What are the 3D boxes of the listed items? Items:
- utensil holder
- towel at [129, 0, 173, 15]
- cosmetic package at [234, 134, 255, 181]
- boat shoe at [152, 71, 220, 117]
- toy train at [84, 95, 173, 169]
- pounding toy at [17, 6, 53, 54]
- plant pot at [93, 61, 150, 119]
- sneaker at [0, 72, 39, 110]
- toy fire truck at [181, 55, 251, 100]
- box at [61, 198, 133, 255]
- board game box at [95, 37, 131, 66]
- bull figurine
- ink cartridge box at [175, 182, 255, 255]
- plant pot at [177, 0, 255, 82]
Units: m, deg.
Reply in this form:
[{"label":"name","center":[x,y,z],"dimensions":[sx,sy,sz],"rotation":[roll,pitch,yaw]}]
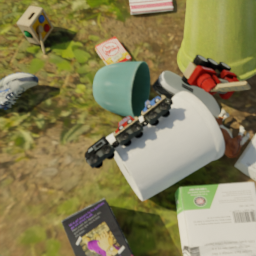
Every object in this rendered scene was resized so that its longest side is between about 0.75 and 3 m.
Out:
[{"label":"utensil holder","center":[0.968,0.535,7.920],"dimensions":[2.577,2.190,2.190],"rotation":[-30,70,-9]},{"label":"towel","center":[0.808,-5.622,11.500],"dimensions":[1.734,0.354,2.369],"rotation":[-7,70,-3]},{"label":"cosmetic package","center":[4.080,0.765,8.647],"dimensions":[0.788,0.554,1.554],"rotation":[36,72,14]},{"label":"boat shoe","center":[1.900,-0.928,9.217],"dimensions":[2.400,0.820,0.886],"rotation":[25,55,-16]},{"label":"toy train","center":[0.022,0.038,6.813],"dimensions":[2.572,0.439,0.589],"rotation":[-37,52,-8]},{"label":"pounding toy","center":[-3.324,-3.577,10.285],"dimensions":[0.846,1.096,1.190],"rotation":[17,68,20]},{"label":"plant pot","center":[-0.242,-1.257,8.932],"dimensions":[1.442,1.796,1.796],"rotation":[10,67,21]},{"label":"sneaker","center":[-4.016,-1.094,9.394],"dimensions":[2.254,0.868,0.960],"rotation":[-20,79,0]},{"label":"toy fire truck","center":[2.377,-1.129,7.065],"dimensions":[1.404,1.027,1.596],"rotation":[5,41,-33]},{"label":"box","center":[-0.575,3.215,7.129],"dimensions":[1.256,1.447,2.368],"rotation":[-25,69,-10]},{"label":"board game box","center":[-0.552,-2.695,10.267],"dimensions":[0.877,0.268,1.158],"rotation":[-30,70,-12]},{"label":"bull figurine","center":[2.897,0.071,8.850],"dimensions":[1.827,0.595,1.109],"rotation":[46,104,10]},{"label":"ink cartridge box","center":[2.459,2.980,7.368],"dimensions":[2.057,1.188,2.817],"rotation":[-3,67,-1]},{"label":"plant pot","center":[2.709,-3.112,8.133],"dimensions":[2.739,2.518,2.739],"rotation":[-8,49,9]}]
